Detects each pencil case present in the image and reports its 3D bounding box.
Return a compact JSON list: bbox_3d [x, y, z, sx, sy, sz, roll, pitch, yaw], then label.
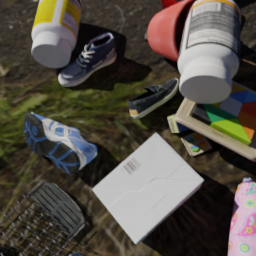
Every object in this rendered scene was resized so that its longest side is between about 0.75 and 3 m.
[{"bbox_3d":[3.273,2.624,7.310,1.103,1.103,2.523,20,55,10],"label":"pencil case"}]

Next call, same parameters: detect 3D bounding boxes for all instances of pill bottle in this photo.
[{"bbox_3d":[-2.679,-3.762,10.482,1.593,1.593,2.788,3,65,1],"label":"pill bottle"},{"bbox_3d":[2.416,-2.310,8.368,1.719,1.719,2.954,11,65,5],"label":"pill bottle"}]

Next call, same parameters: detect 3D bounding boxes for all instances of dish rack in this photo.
[{"bbox_3d":[-2.664,2.850,7.631,2.116,0.753,2.759,39,69,17],"label":"dish rack"}]

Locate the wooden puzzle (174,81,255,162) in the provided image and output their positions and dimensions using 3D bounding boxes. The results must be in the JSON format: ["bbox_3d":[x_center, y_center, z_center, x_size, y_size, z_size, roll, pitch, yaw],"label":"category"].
[{"bbox_3d":[3.090,-0.622,8.678,2.603,0.524,2.814,28,55,8],"label":"wooden puzzle"}]

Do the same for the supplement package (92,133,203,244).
[{"bbox_3d":[0.556,1.663,7.718,2.303,1.277,1.794,-41,69,-7],"label":"supplement package"}]

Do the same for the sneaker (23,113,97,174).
[{"bbox_3d":[-2.239,0.388,8.842,2.941,1.113,1.133,34,32,27],"label":"sneaker"}]

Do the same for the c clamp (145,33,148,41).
[{"bbox_3d":[1.090,-3.561,11.297,0.987,0.134,0.844,30,66,14],"label":"c clamp"}]

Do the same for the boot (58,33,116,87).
[{"bbox_3d":[-1.533,-2.530,10.204,2.464,1.113,0.896,-37,68,-17],"label":"boot"}]

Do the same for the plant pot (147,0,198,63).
[{"bbox_3d":[1.873,-3.332,9.872,2.267,2.267,2.006,-34,28,-16],"label":"plant pot"}]

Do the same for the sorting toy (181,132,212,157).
[{"bbox_3d":[2.242,0.488,9.174,0.791,0.144,0.732,-20,62,-10],"label":"sorting toy"}]

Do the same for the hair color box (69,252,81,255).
[{"bbox_3d":[-1.703,4.001,6.834,1.761,0.534,0.872,-43,68,1],"label":"hair color box"}]

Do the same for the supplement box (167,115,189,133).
[{"bbox_3d":[1.819,-0.223,9.085,0.829,0.829,0.557,-17,90,-9],"label":"supplement box"}]

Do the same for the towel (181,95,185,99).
[{"bbox_3d":[2.797,-1.179,9.951,1.612,0.399,1.190,26,59,13],"label":"towel"}]

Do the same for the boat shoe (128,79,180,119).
[{"bbox_3d":[0.888,-1.149,9.549,2.183,0.814,0.679,-35,113,-17],"label":"boat shoe"}]

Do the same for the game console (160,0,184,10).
[{"bbox_3d":[2.959,-4.854,11.081,2.884,1.712,2.486,22,65,11],"label":"game console"}]
